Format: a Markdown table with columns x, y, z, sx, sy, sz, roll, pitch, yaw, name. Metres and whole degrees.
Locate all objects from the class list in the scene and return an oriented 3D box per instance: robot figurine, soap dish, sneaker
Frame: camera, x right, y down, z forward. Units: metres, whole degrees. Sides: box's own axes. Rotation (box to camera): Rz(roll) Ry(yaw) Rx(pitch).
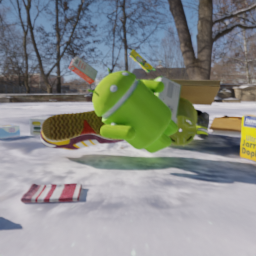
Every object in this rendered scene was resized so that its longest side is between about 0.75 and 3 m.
| x | y | z | sx | sy | sz | roll | pitch | yaw | name |
| --- | --- | --- | --- | --- | --- | --- | --- | --- | --- |
| 0.130 | -0.446 | 7.603 | 1.491 | 2.578 | 2.262 | -30 | 22 | 52 | robot figurine |
| 4.747 | -0.128 | 12.808 | 1.491 | 0.770 | 1.896 | 5 | 8 | 36 | soap dish |
| 2.828 | -0.323 | 12.427 | 0.962 | 1.054 | 2.603 | 17 | 4 | -23 | sneaker |
| -1.204 | 0.101 | 8.475 | 2.784 | 1.043 | 1.254 | 0 | -19 | -19 | sneaker |

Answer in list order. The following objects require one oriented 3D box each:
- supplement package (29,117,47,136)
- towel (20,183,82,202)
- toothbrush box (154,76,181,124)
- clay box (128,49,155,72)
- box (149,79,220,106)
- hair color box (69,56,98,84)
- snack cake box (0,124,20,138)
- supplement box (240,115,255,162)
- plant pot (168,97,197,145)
| x | y | z | sx | sy | sz | roll | pitch | yaw | name |
| --- | --- | --- | --- | --- | --- | --- | --- | --- | --- |
| -3.712 | -0.065 | 12.377 | 0.994 | 0.755 | 0.749 | 3 | 8 | 21 | supplement package |
| -1.403 | 1.210 | 5.270 | 1.019 | 0.116 | 0.734 | 0 | 8 | -4 | towel |
| 0.820 | -0.686 | 10.130 | 0.930 | 1.573 | 2.161 | 21 | -22 | -25 | toothbrush box |
| 0.460 | -2.210 | 9.461 | 1.028 | 0.245 | 0.591 | 41 | 6 | -10 | clay box |
| 2.130 | -1.367 | 11.011 | 2.547 | 0.271 | 2.082 | 3 | -14 | 8 | box |
| -1.255 | -1.631 | 7.921 | 0.773 | 0.393 | 0.237 | 35 | -36 | -31 | hair color box |
| -5.406 | 0.154 | 11.862 | 0.784 | 0.458 | 1.363 | 4 | 9 | 35 | snack cake box |
| 4.534 | 0.272 | 7.880 | 2.329 | 1.276 | 1.268 | -2 | 7 | -20 | supplement box |
| 1.878 | -0.147 | 10.515 | 1.723 | 1.723 | 1.584 | 0 | 19 | 2 | plant pot |
